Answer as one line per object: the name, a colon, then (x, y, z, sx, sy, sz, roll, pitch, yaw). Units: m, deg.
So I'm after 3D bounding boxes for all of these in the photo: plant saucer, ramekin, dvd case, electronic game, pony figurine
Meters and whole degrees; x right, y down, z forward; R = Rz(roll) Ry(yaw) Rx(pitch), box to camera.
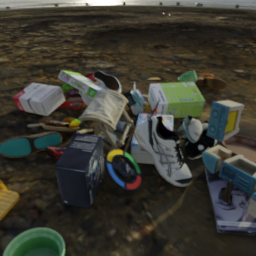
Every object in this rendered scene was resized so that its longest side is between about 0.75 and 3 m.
plant saucer: (4.565, 0.939, 10.289, 2.364, 0.407, 2.364, 9, 23, -4)
ramekin: (3.532, -2.886, 16.504, 1.068, 0.522, 1.068, -26, 19, 10)
dvd case: (3.663, 2.130, 8.753, 2.163, 0.232, 2.909, 2, 30, 6)
ramekin: (-2.197, 3.188, 6.704, 1.412, 0.689, 1.412, 0, 31, 0)
electronic game: (-0.144, 1.320, 8.882, 1.475, 0.307, 1.475, 31, 37, -27)
pony figurine: (0.396, -1.572, 14.312, 1.319, 1.098, 1.273, 16, 45, -10)

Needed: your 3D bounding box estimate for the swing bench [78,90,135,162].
swing bench: (-0.684, -0.143, 10.546, 1.321, 2.036, 2.025, -2, 35, 18)

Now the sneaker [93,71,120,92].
sneaker: (-0.933, -2.266, 14.180, 0.679, 0.789, 1.864, -49, 56, -2)

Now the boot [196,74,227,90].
boot: (5.009, -2.801, 16.719, 1.815, 0.696, 1.409, 6, 27, 23)

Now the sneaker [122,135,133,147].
sneaker: (-0.277, 0.525, 11.341, 1.145, 0.433, 0.441, -3, 6, -32)

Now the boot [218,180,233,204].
boot: (2.848, 1.861, 8.232, 0.397, 0.820, 0.306, 8, 30, 31)

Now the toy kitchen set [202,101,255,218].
toy kitchen set: (3.484, 0.789, 8.140, 1.756, 2.388, 2.981, -17, 32, -36)

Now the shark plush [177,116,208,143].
shark plush: (2.268, 0.057, 11.076, 0.990, 0.907, 2.178, 22, -2, -21)

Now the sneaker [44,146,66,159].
sneaker: (-2.625, 0.929, 10.704, 1.131, 0.400, 0.552, 14, 35, 18)

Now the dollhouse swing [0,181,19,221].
dollhouse swing: (-4.133, 1.979, 8.203, 1.137, 1.175, 1.293, -6, 31, 32)

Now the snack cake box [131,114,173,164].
snack cake box: (1.012, 0.371, 11.031, 1.462, 0.854, 2.542, 3, 28, 8)

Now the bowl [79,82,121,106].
bowl: (-1.387, -1.496, 14.150, 2.118, 0.952, 2.118, 0, 31, 0)

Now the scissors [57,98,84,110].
scissors: (-3.634, -1.161, 14.377, 2.858, 0.199, 1.045, -6, 38, -4)

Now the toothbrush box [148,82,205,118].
toothbrush box: (2.284, -1.356, 13.584, 2.293, 0.987, 1.669, -4, 42, -11)

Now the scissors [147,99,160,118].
scissors: (1.178, -0.800, 11.537, 0.452, 0.086, 1.234, -2, 45, 50)

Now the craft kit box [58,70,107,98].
craft kit box: (-2.031, -2.045, 13.320, 1.963, 0.482, 1.988, 33, 12, 8)

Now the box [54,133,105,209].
box: (-1.427, 1.315, 8.765, 0.967, 1.619, 1.646, 7, 37, 11)

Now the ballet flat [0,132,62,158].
ballet flat: (-3.799, 0.650, 11.016, 2.352, 0.829, 0.768, -8, 5, -18)

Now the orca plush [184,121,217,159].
orca plush: (3.310, 0.206, 11.279, 2.883, 1.025, 1.517, -18, 36, -27)

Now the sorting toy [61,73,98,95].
sorting toy: (-2.530, -2.277, 15.709, 2.271, 0.932, 1.364, -28, 24, -20)

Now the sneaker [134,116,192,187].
sneaker: (1.346, 0.769, 9.096, 2.630, 1.153, 0.995, 49, 36, -5)

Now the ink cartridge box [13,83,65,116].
ink cartridge box: (-4.347, -1.420, 13.765, 1.994, 0.827, 1.464, 12, 44, 30)

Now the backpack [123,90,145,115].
backpack: (0.333, -1.226, 13.424, 0.867, 1.152, 1.022, -23, 11, 12)

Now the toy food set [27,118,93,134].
toy food set: (-2.851, -0.194, 11.885, 2.470, 0.496, 1.705, 7, 6, 12)
